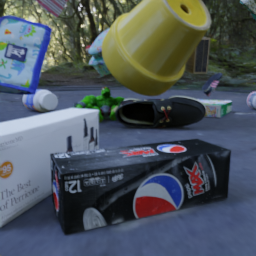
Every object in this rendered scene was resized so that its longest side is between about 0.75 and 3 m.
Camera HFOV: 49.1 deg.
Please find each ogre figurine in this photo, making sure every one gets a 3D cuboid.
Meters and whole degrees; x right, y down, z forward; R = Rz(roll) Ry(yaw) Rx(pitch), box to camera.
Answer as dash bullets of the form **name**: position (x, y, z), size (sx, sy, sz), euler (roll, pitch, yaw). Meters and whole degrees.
- **ogre figurine**: position (-0.910, -0.821, 11.001), size (2.494, 1.223, 1.495), euler (-15, 29, -1)

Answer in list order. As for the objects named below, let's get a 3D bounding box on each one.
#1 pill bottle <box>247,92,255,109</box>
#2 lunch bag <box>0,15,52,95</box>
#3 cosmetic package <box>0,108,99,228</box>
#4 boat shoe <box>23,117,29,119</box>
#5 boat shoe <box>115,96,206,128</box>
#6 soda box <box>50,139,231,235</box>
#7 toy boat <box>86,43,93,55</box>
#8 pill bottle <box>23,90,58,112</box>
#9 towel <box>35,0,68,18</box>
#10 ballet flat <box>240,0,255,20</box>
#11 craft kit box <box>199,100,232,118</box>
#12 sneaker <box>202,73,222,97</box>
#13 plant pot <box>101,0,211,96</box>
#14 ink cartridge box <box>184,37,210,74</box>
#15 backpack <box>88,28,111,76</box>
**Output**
- **pill bottle**: position (6.738, -1.312, 14.033), size (0.929, 0.929, 1.553), euler (-1, 11, -3)
- **lunch bag**: position (-3.369, -2.022, 8.076), size (2.320, 1.973, 1.478), euler (10, -5, 23)
- **cosmetic package**: position (-1.297, 0.383, 4.379), size (0.685, 1.116, 2.704), euler (3, 11, 19)
- **boat shoe**: position (-3.171, -0.181, 9.654), size (0.955, 0.341, 0.314), euler (3, 3, 3)
- **boat shoe**: position (1.042, -0.448, 9.226), size (2.965, 1.085, 0.929), euler (2, 21, 12)
- **soda box**: position (0.207, 0.673, 3.790), size (2.360, 0.747, 0.835), euler (-5, 13, -22)
- **toy boat**: position (-1.674, -3.934, 13.834), size (0.879, 0.574, 0.573), euler (-5, -4, -41)
- **pill bottle**: position (-4.241, -1.312, 13.602), size (1.075, 1.075, 1.919), euler (-9, 14, -41)
- **towel**: position (-2.263, -4.105, 8.609), size (0.882, 1.205, 0.180), euler (36, 39, -18)
- **ballet flat**: position (3.049, -2.833, 6.661), size (0.971, 0.348, 0.348), euler (25, -5, -34)
- **craft kit box**: position (3.340, -0.975, 13.247), size (2.583, 0.635, 2.616), euler (3, 10, 29)
- **sneaker**: position (2.404, -1.224, 7.937), size (0.785, 0.322, 0.275), euler (-44, 34, -12)
- **plant pot**: position (1.028, -2.978, 9.192), size (2.972, 2.972, 2.796), euler (-8, -21, -36)
- **ink cartridge box**: position (2.481, -2.762, 10.561), size (0.584, 1.280, 1.554), euler (-1, 19, -8)
- **backpack**: position (-0.700, -3.085, 11.505), size (1.538, 1.814, 2.043), euler (39, -26, -26)
